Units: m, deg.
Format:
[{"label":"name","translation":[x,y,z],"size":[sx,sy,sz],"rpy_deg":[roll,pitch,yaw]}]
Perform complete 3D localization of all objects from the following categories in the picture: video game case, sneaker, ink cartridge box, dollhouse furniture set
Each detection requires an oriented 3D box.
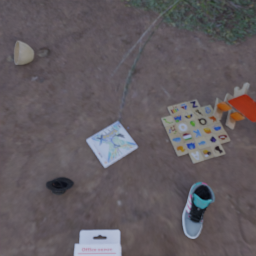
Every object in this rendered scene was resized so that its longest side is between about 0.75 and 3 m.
[{"label":"video game case","translation":[-0.599,0.584,10.286],"size":[1.432,0.158,1.305],"rpy_deg":[-31,65,-16]},{"label":"sneaker","translation":[2.183,2.470,8.666],"size":[0.742,1.071,1.775],"rpy_deg":[13,65,7]},{"label":"ink cartridge box","translation":[-0.873,4.057,7.961],"size":[1.335,0.781,2.302],"rpy_deg":[-1,60,-1]},{"label":"dollhouse furniture set","translation":[4.546,-0.412,9.744],"size":[2.398,2.424,1.249],"rpy_deg":[32,63,-19]}]

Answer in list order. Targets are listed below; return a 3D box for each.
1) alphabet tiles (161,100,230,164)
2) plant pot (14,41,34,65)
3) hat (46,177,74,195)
[{"label":"alphabet tiles","translation":[2.534,0.061,10.627],"size":[2.102,0.080,2.526],"rpy_deg":[-15,61,-9]},{"label":"plant pot","translation":[-4.460,-3.181,12.069],"size":[0.658,0.979,0.979],"rpy_deg":[1,55,-35]},{"label":"hat","translation":[-2.260,2.007,9.298],"size":[0.924,0.373,0.924],"rpy_deg":[4,17,-1]}]
